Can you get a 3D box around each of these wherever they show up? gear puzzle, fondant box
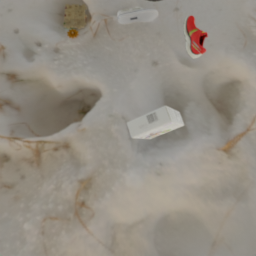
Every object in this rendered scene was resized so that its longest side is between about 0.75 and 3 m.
[{"bbox_3d":[-2.497,-5.009,13.230,1.079,0.273,2.084,0,65,-3],"label":"gear puzzle"},{"bbox_3d":[0.843,-0.108,8.155,1.201,1.665,0.485,-23,78,20],"label":"fondant box"}]

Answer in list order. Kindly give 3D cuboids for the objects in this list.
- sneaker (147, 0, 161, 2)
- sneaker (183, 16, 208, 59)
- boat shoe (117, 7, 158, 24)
[{"bbox_3d":[0.614,-5.963,11.116,2.716,1.233,1.031,19,93,-26],"label":"sneaker"},{"bbox_3d":[1.943,-2.596,7.890,0.588,0.533,1.384,-17,66,34],"label":"sneaker"},{"bbox_3d":[0.433,-5.379,13.198,1.898,0.683,0.624,-10,67,4],"label":"boat shoe"}]
